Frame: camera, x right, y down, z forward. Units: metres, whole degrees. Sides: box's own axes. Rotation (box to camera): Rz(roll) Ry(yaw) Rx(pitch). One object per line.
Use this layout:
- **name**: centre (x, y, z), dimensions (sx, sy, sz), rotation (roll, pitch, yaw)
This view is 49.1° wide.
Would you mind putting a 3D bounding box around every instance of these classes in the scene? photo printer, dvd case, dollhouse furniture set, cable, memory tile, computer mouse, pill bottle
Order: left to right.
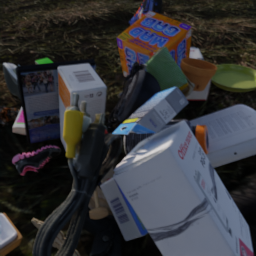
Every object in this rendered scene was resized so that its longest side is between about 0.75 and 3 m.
- **memory tile**: centre (-1.418, 2.132, 5.441), dimensions (1.106, 0.848, 0.093), rotation (-5, 32, 46)
- **dvd case**: centre (-1.928, -0.645, 7.740), dimensions (1.922, 2.694, 0.236), rotation (-11, 51, -21)
- **cable**: centre (-0.729, 0.773, 4.191), dimensions (0.621, 1.199, 2.469), rotation (2, 66, 32)
- **computer mouse**: centre (0.248, -0.722, 6.900), dimensions (0.747, 1.963, 2.835), rotation (24, 5, -10)
- **dollhouse furniture set**: centre (0.663, -1.083, 8.392), dimensions (1.162, 2.315, 1.516), rotation (-41, 93, -24)
- **pill bottle**: centre (1.042, 0.355, 7.479), dimensions (2.112, 1.122, 1.122), rotation (-3, 34, 21)
- **photo printer**: centre (2.875, 0.173, 8.031), dimensions (2.099, 0.729, 1.746), rotation (-20, 35, 6)

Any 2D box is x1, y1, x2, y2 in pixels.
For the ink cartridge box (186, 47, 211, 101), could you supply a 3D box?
- **ink cartridge box**: centre (2.089, -2.247, 11.406), dimensions (1.925, 1.087, 2.623), rotation (1, 39, 1)

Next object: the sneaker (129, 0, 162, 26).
- **sneaker**: centre (0.549, -4.166, 10.743), dimensions (1.067, 2.721, 1.025), rotation (18, 12, 19)

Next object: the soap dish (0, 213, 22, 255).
- **soap dish**: centre (-2.863, 2.386, 5.801), dimensions (1.076, 0.437, 0.846), rotation (-30, 46, -35)

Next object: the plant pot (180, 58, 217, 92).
- **plant pot**: centre (2.010, -1.555, 8.306), dimensions (1.055, 0.739, 1.055), rotation (7, 29, -4)

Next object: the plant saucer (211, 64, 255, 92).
- **plant saucer**: centre (4.483, -2.072, 11.844), dimensions (2.276, 0.354, 2.276), rotation (-1, 37, 0)

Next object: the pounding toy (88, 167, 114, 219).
- **pounding toy**: centre (-0.423, 1.380, 6.608), dimensions (0.985, 0.988, 1.723), rotation (4, 35, -11)

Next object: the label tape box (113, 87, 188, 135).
- **label tape box**: centre (0.367, -0.164, 4.991), dimensions (1.212, 0.401, 0.868), rotation (-44, 12, -15)

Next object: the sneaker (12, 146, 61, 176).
- **sneaker**: centre (-2.485, 0.938, 7.812), dimensions (1.321, 0.522, 0.630), rotation (-19, 62, -22)

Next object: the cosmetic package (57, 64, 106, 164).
- **cosmetic package**: centre (-1.215, -0.289, 7.150), dimensions (0.837, 2.349, 1.191), rotation (-13, 43, -24)

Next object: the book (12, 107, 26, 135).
- **book**: centre (-3.109, -0.334, 9.327), dimensions (1.062, 0.382, 1.590), rotation (8, 34, -10)

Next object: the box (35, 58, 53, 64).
- **box**: centre (-3.179, -2.101, 11.301), dimensions (0.570, 1.040, 1.179), rotation (-23, 43, -29)

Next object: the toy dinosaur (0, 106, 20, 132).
- **toy dinosaur**: centre (-4.552, -0.284, 9.208), dimensions (1.908, 0.974, 1.295), rotation (-32, 21, -17)

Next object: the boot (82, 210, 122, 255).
- **boot**: centre (-0.685, 2.296, 5.891), dimensions (1.202, 0.459, 1.010), rotation (9, 33, 2)

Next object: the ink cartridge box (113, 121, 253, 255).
- **ink cartridge box**: centre (1.074, 1.340, 4.913), dimensions (1.068, 2.581, 1.891), rotation (-30, 3, 23)

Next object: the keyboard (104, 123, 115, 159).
- **keyboard**: centre (-0.517, 0.293, 6.609), dimensions (0.169, 1.314, 0.789), rotation (14, 72, 20)

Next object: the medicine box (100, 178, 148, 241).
- **medicine box**: centre (0.331, 1.497, 6.094), dimensions (1.398, 0.720, 1.274), rotation (-18, 75, -39)

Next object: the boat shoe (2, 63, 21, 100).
- **boat shoe**: centre (-4.062, -1.746, 10.933), dimensions (0.882, 1.014, 2.751), rotation (-24, 46, -37)

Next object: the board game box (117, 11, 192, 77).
- **board game box**: centre (0.914, -2.539, 9.515), dimensions (1.726, 1.724, 1.724), rotation (33, 66, 27)
